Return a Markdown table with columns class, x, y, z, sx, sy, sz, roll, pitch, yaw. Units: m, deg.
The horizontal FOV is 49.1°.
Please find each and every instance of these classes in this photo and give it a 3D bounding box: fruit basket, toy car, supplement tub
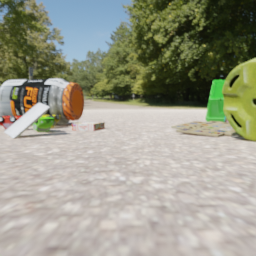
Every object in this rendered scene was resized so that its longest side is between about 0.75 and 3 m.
| class | x | y | z | sx | sy | sz | roll | pitch | yaw |
| --- | --- | --- | --- | --- | --- | --- | --- | --- | --- |
| fruit basket | 5.111 | -0.926 | 12.951 | 2.956 | 2.132 | 2.956 | 15 | -34 | 10 |
| toy car | -2.924 | -0.147 | 8.850 | 2.194 | 0.489 | 2.065 | -4 | 7 | -35 |
| supplement tub | -3.399 | -1.019 | 11.109 | 2.997 | 1.836 | 1.836 | 0 | 5 | 14 |

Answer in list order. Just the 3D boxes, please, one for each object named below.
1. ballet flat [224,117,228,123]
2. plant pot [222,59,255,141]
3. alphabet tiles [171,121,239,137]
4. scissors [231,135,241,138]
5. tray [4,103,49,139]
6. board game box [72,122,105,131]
| class | x | y | z | sx | sy | sz | roll | pitch | yaw |
| --- | --- | --- | --- | --- | --- | --- | --- | --- | --- |
| ballet flat | 4.241 | -0.395 | 10.814 | 0.828 | 0.804 | 2.327 | 24 | 13 | 20 |
| plant pot | 3.619 | -0.778 | 6.356 | 2.442 | 2.656 | 2.656 | -16 | 12 | -27 |
| alphabet tiles | 2.554 | 0.003 | 8.304 | 2.036 | 0.077 | 2.447 | 8 | 12 | 39 |
| scissors | 3.500 | 0.141 | 7.085 | 0.926 | 0.176 | 2.532 | 7 | 6 | 41 |
| tray | -2.578 | -0.176 | 7.210 | 0.639 | 0.132 | 1.191 | 19 | 58 | 46 |
| board game box | -1.295 | -0.060 | 9.261 | 0.755 | 0.231 | 0.996 | 1 | 5 | 16 |
